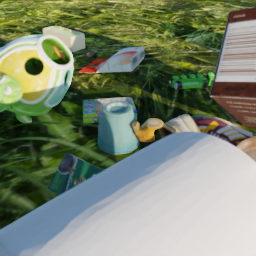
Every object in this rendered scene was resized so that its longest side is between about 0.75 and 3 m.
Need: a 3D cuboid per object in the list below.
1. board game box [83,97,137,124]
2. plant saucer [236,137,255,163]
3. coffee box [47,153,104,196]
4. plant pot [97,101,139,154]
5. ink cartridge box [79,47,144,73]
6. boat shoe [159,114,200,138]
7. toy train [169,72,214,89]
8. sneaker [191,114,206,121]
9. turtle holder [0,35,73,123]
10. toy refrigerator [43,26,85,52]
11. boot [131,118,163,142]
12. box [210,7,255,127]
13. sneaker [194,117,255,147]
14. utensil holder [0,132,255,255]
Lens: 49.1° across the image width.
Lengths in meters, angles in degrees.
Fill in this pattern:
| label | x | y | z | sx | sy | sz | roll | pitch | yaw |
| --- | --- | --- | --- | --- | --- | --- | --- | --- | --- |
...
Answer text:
| label | x | y | z | sx | sy | sz | roll | pitch | yaw |
| --- | --- | --- | --- | --- | --- | --- | --- | --- | --- |
| board game box | -0.550 | -0.526 | 8.036 | 1.478 | 0.215 | 0.995 | -5 | 34 | -7 |
| plant saucer | 2.754 | 0.957 | 5.357 | 1.712 | 0.275 | 1.712 | 1 | 56 | -2 |
| coffee box | -0.738 | 1.025 | 5.028 | 1.254 | 0.276 | 0.771 | 23 | 79 | 19 |
| plant pot | -0.243 | -0.074 | 6.685 | 1.035 | 0.972 | 1.035 | 0 | 33 | 0 |
| ink cartridge box | -0.595 | -2.570 | 10.465 | 2.081 | 0.522 | 1.687 | 5 | 31 | 18 |
| boat shoe | 1.283 | 0.597 | 5.888 | 0.845 | 0.900 | 2.442 | -14 | 32 | -4 |
| toy train | 2.365 | -1.548 | 9.422 | 1.952 | 0.407 | 0.550 | -7 | 45 | -10 |
| sneaker | 1.961 | -0.111 | 7.200 | 0.823 | 0.321 | 0.351 | 14 | 52 | -5 |
| turtle holder | -2.570 | -1.404 | 7.111 | 2.655 | 1.886 | 2.018 | -13 | 74 | -60 |
| toy refrigerator | -2.996 | -4.203 | 13.019 | 2.112 | 0.739 | 0.802 | 27 | 43 | 35 |
| boot | 0.505 | 0.080 | 6.236 | 0.797 | 0.571 | 0.280 | -4 | 47 | 33 |
| box | 3.357 | -1.168 | 6.114 | 2.000 | 2.021 | 2.436 | 8 | -8 | 41 |
| sneaker | 2.201 | 0.313 | 6.350 | 1.866 | 0.699 | 0.841 | 21 | 33 | 29 |
| utensil holder | 0.133 | 1.557 | 3.059 | 2.807 | 2.385 | 2.385 | -26 | 42 | -36 |
